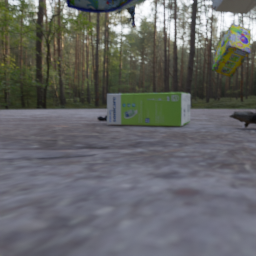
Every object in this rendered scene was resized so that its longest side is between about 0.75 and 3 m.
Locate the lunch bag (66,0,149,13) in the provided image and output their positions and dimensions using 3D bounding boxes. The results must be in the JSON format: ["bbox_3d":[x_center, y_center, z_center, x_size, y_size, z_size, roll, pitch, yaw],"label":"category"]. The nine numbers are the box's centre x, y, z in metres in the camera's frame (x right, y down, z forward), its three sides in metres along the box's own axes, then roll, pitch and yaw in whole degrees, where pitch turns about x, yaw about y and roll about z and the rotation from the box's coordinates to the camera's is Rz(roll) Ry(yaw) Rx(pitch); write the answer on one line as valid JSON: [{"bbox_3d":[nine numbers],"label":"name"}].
[{"bbox_3d":[-0.121,-2.600,4.966,1.630,1.039,1.386,25,44,29],"label":"lunch bag"}]

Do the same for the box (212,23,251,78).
[{"bbox_3d":[3.208,-2.402,8.713,0.686,1.125,1.083,20,-33,0],"label":"box"}]

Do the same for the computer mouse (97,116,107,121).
[{"bbox_3d":[-0.675,-0.394,11.296,1.013,0.267,0.701,-19,18,-39],"label":"computer mouse"}]

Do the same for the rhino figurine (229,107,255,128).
[{"bbox_3d":[3.502,-0.250,6.928,0.916,0.626,2.095,7,-4,-44],"label":"rhino figurine"}]

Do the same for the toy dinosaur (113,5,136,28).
[{"bbox_3d":[0.143,-3.506,8.398,1.267,0.665,1.150,-28,-14,23],"label":"toy dinosaur"}]

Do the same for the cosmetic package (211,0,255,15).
[{"bbox_3d":[2.330,-2.787,6.075,0.898,0.364,0.507,-1,-18,-20],"label":"cosmetic package"}]

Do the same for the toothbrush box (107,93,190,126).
[{"bbox_3d":[0.704,-0.609,8.959,2.329,1.003,1.696,3,6,20],"label":"toothbrush box"}]
